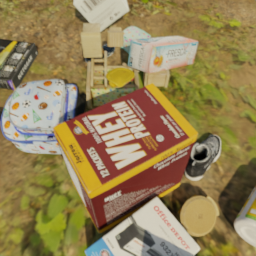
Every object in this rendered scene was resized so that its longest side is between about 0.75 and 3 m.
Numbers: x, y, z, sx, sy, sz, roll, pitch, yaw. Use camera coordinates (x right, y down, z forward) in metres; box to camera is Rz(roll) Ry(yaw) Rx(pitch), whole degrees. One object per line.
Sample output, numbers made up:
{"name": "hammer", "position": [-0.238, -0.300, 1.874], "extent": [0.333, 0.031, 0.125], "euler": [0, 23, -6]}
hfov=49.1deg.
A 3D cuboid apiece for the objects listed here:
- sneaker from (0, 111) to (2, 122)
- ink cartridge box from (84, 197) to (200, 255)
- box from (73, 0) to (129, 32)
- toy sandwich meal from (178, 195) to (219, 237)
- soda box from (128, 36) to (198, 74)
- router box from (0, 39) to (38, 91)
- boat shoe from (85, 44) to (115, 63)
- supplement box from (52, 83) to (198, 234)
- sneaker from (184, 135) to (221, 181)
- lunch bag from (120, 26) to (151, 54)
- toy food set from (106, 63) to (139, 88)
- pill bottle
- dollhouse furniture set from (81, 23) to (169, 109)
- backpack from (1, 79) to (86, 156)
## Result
{"name": "sneaker", "position": [-4.614, -0.421, 9.376], "extent": [1.077, 0.485, 0.377], "euler": [6, 87, -20]}
{"name": "ink cartridge box", "position": [0.330, 3.023, 6.754], "extent": [2.217, 0.928, 1.609], "euler": [-31, 62, -21]}
{"name": "box", "position": [-1.153, -5.408, 11.927], "extent": [1.691, 1.699, 1.456], "euler": [-30, 42, 21]}
{"name": "toy sandwich meal", "position": [1.869, 2.310, 7.513], "extent": [1.157, 0.396, 1.157], "euler": [1, 85, -13]}
{"name": "soda box", "position": [1.340, -2.734, 10.182], "extent": [1.011, 0.940, 2.956], "euler": [27, 32, 33]}
{"name": "router box", "position": [-4.837, -2.553, 11.043], "extent": [1.751, 0.582, 2.227], "euler": [10, 55, 7]}
{"name": "boat shoe", "position": [-1.086, -2.949, 11.092], "extent": [1.330, 0.604, 0.471], "euler": [-29, 101, -3]}
{"name": "supplement box", "position": [-0.073, 0.847, 7.215], "extent": [2.720, 2.758, 1.831], "euler": [-26, 58, -17]}
{"name": "sneaker", "position": [2.340, 0.698, 8.393], "extent": [0.680, 1.026, 1.802], "euler": [29, 60, 23]}
{"name": "lunch bag", "position": [0.169, -3.734, 11.823], "extent": [1.207, 0.736, 1.028], "euler": [41, 64, 19]}
{"name": "toy food set", "position": [-0.220, -1.676, 9.582], "extent": [0.812, 0.451, 1.381], "euler": [25, 41, 19]}
{"name": "pill bottle", "position": [3.729, 2.082, 7.354], "extent": [1.096, 1.096, 1.973], "euler": [34, 61, 22]}
{"name": "dollhouse furniture set", "position": [0.047, -1.972, 9.357], "extent": [2.954, 2.612, 1.642], "euler": [-1, 54, -2]}
{"name": "backpack", "position": [-2.674, -0.292, 8.694], "extent": [2.369, 1.916, 2.487], "euler": [-8, 56, 11]}
